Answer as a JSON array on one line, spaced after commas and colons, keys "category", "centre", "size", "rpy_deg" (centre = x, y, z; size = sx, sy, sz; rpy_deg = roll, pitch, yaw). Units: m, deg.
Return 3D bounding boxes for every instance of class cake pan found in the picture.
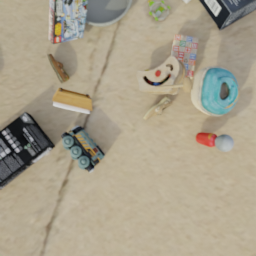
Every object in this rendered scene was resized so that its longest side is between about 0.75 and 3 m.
[{"category": "cake pan", "centre": [-1.125, -5.272, 11.383], "size": [2.614, 0.479, 2.614], "rpy_deg": [0, 81, 0]}]

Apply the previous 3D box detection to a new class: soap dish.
[{"category": "soap dish", "centre": [-1.628, -0.820, 8.281], "size": [1.160, 0.913, 0.471], "rpy_deg": [13, 102, -15]}]

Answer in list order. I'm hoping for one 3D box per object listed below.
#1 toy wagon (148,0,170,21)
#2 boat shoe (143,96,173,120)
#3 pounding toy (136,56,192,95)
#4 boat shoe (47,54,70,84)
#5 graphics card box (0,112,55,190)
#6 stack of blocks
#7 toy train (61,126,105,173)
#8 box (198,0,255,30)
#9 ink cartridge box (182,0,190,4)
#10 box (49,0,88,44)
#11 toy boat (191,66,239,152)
[{"category": "toy wagon", "centre": [1.200, -4.865, 11.466], "size": [0.770, 0.196, 0.992], "rpy_deg": [-44, 83, -7]}, {"category": "boat shoe", "centre": [1.140, -0.683, 10.646], "size": [1.280, 0.456, 0.413], "rpy_deg": [-40, 82, -7]}, {"category": "pounding toy", "centre": [1.221, -1.905, 9.959], "size": [2.240, 1.285, 1.281], "rpy_deg": [5, 90, 35]}, {"category": "boat shoe", "centre": [-2.722, -2.362, 10.961], "size": [0.431, 0.456, 1.268], "rpy_deg": [-28, 91, -9]}, {"category": "graphics card box", "centre": [-4.251, 0.857, 10.281], "size": [2.646, 0.673, 1.660], "rpy_deg": [-40, 82, -5]}, {"category": "stack of blocks", "centre": [2.141, -2.750, 10.971], "size": [0.928, 0.472, 1.611], "rpy_deg": [9, 81, 2]}, {"category": "toy train", "centre": [-1.670, 0.756, 10.313], "size": [1.021, 0.763, 1.792], "rpy_deg": [-37, 80, -18]}, {"category": "box", "centre": [4.276, -5.393, 10.978], "size": [2.442, 1.307, 1.812], "rpy_deg": [-31, 82, -5]}, {"category": "ink cartridge box", "centre": [2.773, -6.490, 11.405], "size": [1.420, 0.822, 2.445], "rpy_deg": [44, 83, 6]}, {"category": "box", "centre": [-2.187, -4.046, 10.174], "size": [1.331, 1.943, 0.388], "rpy_deg": [-24, 65, -31]}, {"category": "toy boat", "centre": [3.236, -0.674, 9.942], "size": [2.459, 1.359, 2.925], "rpy_deg": [-1, 100, -43]}]
